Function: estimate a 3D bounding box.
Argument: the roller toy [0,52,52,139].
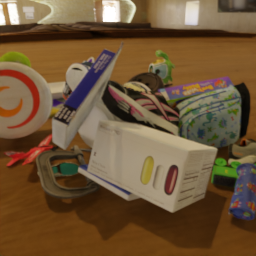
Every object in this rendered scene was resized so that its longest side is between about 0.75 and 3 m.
[{"bbox_3d":[-4.231,-0.981,10.375,2.927,2.670,2.045,-43,12,-5],"label":"roller toy"}]

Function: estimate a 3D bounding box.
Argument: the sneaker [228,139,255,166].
[{"bbox_3d":[4.052,0.683,8.922,2.016,0.799,0.745,-9,0,-22],"label":"sneaker"}]

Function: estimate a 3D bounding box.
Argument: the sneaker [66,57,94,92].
[{"bbox_3d":[-1.476,-1.946,9.338,0.784,1.945,1.424,10,67,2],"label":"sneaker"}]

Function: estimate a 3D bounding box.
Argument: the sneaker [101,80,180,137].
[{"bbox_3d":[0.486,-0.720,8.895,1.157,2.880,1.243,-16,47,54],"label":"sneaker"}]

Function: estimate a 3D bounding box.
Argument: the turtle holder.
[{"bbox_3d":[1.786,-3.209,15.108,1.156,1.628,1.237,0,38,-21],"label":"turtle holder"}]

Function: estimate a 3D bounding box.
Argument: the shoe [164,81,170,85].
[{"bbox_3d":[1.441,-2.571,16.298,1.001,0.764,2.864,20,31,36],"label":"shoe"}]

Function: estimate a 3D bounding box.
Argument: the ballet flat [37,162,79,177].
[{"bbox_3d":[-2.100,1.256,8.506,1.248,0.472,0.399,-4,6,-16],"label":"ballet flat"}]

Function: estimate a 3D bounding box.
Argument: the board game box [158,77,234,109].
[{"bbox_3d":[2.507,-0.895,10.932,2.762,1.857,0.618,-12,54,-7],"label":"board game box"}]

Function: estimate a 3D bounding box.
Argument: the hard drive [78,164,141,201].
[{"bbox_3d":[-0.344,1.440,7.775,1.820,0.231,1.201,21,9,35],"label":"hard drive"}]

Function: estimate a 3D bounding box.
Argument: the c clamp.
[{"bbox_3d":[-1.569,1.190,8.282,2.200,0.349,2.575,7,25,-23],"label":"c clamp"}]

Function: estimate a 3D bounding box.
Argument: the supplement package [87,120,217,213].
[{"bbox_3d":[0.640,0.839,7.389,2.606,1.445,2.029,18,7,33],"label":"supplement package"}]

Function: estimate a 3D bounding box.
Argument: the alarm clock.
[{"bbox_3d":[0.585,-1.645,13.392,2.815,0.937,1.899,-43,52,-11],"label":"alarm clock"}]

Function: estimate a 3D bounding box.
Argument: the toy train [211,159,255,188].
[{"bbox_3d":[3.784,1.468,7.886,2.905,0.606,0.819,8,36,17],"label":"toy train"}]

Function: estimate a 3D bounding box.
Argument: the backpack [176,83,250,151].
[{"bbox_3d":[2.849,-0.242,9.893,2.643,2.156,2.032,-2,38,10],"label":"backpack"}]

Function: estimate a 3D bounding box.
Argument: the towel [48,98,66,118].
[{"bbox_3d":[-3.514,-1.076,13.657,1.672,0.265,2.329,17,30,36],"label":"towel"}]

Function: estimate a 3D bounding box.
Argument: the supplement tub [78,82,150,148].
[{"bbox_3d":[-0.373,-0.471,10.322,1.973,1.973,2.722,17,30,33],"label":"supplement tub"}]

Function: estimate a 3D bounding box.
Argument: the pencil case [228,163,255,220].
[{"bbox_3d":[2.925,1.601,7.039,0.573,0.637,1.467,30,53,-3],"label":"pencil case"}]

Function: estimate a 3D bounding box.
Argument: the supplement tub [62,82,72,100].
[{"bbox_3d":[-2.388,-1.761,12.215,0.790,1.289,0.790,14,54,-20],"label":"supplement tub"}]

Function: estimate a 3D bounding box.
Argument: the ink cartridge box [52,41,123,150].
[{"bbox_3d":[-1.166,-0.865,7.563,0.520,2.560,2.555,31,64,-3],"label":"ink cartridge box"}]

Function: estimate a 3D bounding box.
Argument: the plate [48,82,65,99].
[{"bbox_3d":[-4.182,-1.931,14.865,2.649,0.429,2.654,-12,23,-26],"label":"plate"}]

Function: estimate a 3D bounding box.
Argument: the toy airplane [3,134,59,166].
[{"bbox_3d":[-3.154,0.829,9.104,1.965,0.361,1.965,-13,22,5],"label":"toy airplane"}]
